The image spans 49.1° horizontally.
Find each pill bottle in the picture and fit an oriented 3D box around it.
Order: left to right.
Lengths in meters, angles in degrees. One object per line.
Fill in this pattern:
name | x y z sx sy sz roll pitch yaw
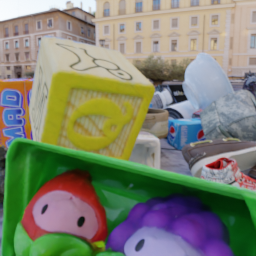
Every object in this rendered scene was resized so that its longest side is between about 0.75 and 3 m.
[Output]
pill bottle | 1.055 -1.014 11.437 1.368 0.757 0.757 -25 16 -8

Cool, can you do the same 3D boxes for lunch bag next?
lunch bag | 2.929 -0.161 7.641 1.234 1.485 1.771 37 30 -14

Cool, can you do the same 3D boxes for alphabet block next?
alphabet block | -0.741 -0.447 4.769 1.586 1.594 1.624 4 31 -25

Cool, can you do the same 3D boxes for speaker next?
speaker | 2.136 -0.408 11.129 1.203 1.203 2.963 6 13 27

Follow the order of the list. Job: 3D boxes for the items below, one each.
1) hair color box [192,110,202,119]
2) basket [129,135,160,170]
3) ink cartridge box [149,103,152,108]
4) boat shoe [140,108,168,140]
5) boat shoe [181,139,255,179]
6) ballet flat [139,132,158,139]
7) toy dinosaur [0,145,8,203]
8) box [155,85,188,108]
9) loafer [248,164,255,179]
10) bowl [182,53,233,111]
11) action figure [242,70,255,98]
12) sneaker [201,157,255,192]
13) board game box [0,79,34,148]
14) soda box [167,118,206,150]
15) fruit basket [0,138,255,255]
hair color box | 2.854 -0.184 10.654 0.535 0.928 1.673 13 17 28
basket | -0.011 0.660 6.538 1.438 0.975 0.887 1 7 1
ink cartridge box | 0.220 -0.190 9.499 0.990 1.370 0.580 5 5 28
boat shoe | -0.051 -0.457 8.559 2.774 0.895 0.989 14 30 23
boat shoe | 2.357 0.597 6.573 2.428 0.872 0.723 -7 47 -26
ballet flat | -0.041 0.511 7.877 0.798 0.808 2.374 -9 4 -28
toy dinosaur | -2.288 0.990 5.029 2.499 0.962 1.278 -35 -16 -5
box | 1.632 -1.175 13.307 1.762 0.927 2.152 -7 -16 -32
loafer | 3.177 0.890 6.529 0.453 0.440 1.240 18 20 40
bowl | 2.634 -1.346 9.833 1.045 2.326 2.326 -29 13 1
action figure | 4.786 -1.077 11.033 0.918 2.646 1.722 5 -28 39
sneaker | 2.069 0.979 5.178 1.562 0.837 0.522 -2 12 -10
board game box | -3.144 -0.476 9.049 2.143 2.145 2.143 -3 12 -13
soda box | 2.677 0.136 9.359 2.630 0.844 0.892 -3 12 -16
fruit basket | -0.356 1.159 2.001 2.668 1.924 2.668 5 4 0
